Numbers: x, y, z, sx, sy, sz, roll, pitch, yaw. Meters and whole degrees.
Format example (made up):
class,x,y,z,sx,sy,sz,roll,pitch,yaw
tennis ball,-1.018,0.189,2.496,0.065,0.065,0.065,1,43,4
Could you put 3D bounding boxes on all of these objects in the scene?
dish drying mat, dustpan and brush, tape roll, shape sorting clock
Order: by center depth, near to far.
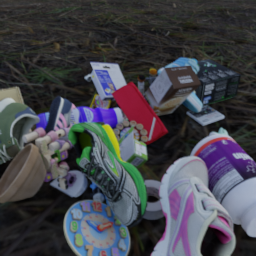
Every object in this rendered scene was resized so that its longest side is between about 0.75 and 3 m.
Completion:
class,x,y,z,sx,sy,sz,roll,pitch,yaw
shape sorting clock,-0.601,2.095,5.724,1.496,0.293,1.496,26,25,-13
tape roll,0.549,1.735,6.824,0.982,0.324,0.982,-1,34,0
dustpan and brush,-1.315,1.344,7.453,0.879,0.360,1.259,19,46,29
dish drying mat,0.347,-0.531,9.279,0.863,0.204,2.247,-32,68,-4

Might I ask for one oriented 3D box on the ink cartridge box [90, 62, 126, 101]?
class,x,y,z,sx,sy,sz,roll,pitch,yaw
ink cartridge box,-0.705,-1.776,10.791,1.497,0.356,1.515,-9,69,-47

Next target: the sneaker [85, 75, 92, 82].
class,x,y,z,sx,sy,sz,roll,pitch,yaw
sneaker,-1.657,-2.367,12.846,0.756,0.284,0.306,-28,35,-36

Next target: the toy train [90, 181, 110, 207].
class,x,y,z,sx,sy,sz,roll,pitch,yaw
toy train,-0.578,1.351,7.181,0.811,0.615,1.420,-11,38,0

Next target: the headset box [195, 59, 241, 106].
class,x,y,z,sx,sy,sz,roll,pitch,yaw
headset box,3.140,-1.975,11.614,1.852,0.987,2.127,-16,38,-21

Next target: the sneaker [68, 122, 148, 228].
class,x,y,z,sx,sy,sz,roll,pitch,yaw
sneaker,-0.557,0.984,6.101,1.120,1.025,2.628,2,47,-52

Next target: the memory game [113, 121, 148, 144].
class,x,y,z,sx,sy,sz,roll,pitch,yaw
memory game,0.062,0.233,8.696,1.130,0.072,1.130,3,57,-4

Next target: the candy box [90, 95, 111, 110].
class,x,y,z,sx,sy,sz,roll,pitch,yaw
candy box,-1.057,-0.828,10.571,0.659,0.170,1.289,13,37,-3

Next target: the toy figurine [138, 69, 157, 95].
class,x,y,z,sx,sy,sz,roll,pitch,yaw
toy figurine,1.094,-1.828,11.465,1.305,0.922,1.325,29,44,35

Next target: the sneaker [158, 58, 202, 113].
class,x,y,z,sx,sy,sz,roll,pitch,yaw
sneaker,2.289,-1.734,10.359,1.456,0.887,2.231,-38,71,-3

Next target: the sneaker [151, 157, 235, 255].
class,x,y,z,sx,sy,sz,roll,pitch,yaw
sneaker,1.367,1.746,5.282,1.314,1.211,2.978,-27,34,38

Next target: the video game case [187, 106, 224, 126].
class,x,y,z,sx,sy,sz,roll,pitch,yaw
video game case,2.809,-0.461,10.200,1.000,0.117,0.909,-18,39,-23

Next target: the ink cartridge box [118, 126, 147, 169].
class,x,y,z,sx,sy,sz,roll,pitch,yaw
ink cartridge box,0.095,0.596,7.610,0.414,0.809,1.094,24,39,-24

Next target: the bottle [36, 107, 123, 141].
class,x,y,z,sx,sy,sz,roll,pitch,yaw
bottle,-1.518,-0.102,8.917,2.674,0.873,1.117,-11,56,-15

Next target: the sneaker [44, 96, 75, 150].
class,x,y,z,sx,sy,sz,roll,pitch,yaw
sneaker,-1.941,0.029,7.943,0.608,1.733,0.711,9,-11,45

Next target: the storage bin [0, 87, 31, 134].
class,x,y,z,sx,sy,sz,roll,pitch,yaw
storage bin,-4.561,-0.467,9.485,2.038,0.955,2.023,-15,37,-20

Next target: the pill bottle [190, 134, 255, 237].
class,x,y,z,sx,sy,sz,roll,pitch,yaw
pill bottle,2.503,1.279,6.592,1.320,1.320,2.347,-9,36,-13

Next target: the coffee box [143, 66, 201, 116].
class,x,y,z,sx,sy,sz,roll,pitch,yaw
coffee box,1.347,-1.181,9.457,1.121,1.960,0.781,-13,70,-27

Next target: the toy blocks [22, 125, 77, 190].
class,x,y,z,sx,sy,sz,roll,pitch,yaw
toy blocks,-1.775,0.671,7.357,1.418,1.325,1.193,9,22,33

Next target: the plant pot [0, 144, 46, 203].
class,x,y,z,sx,sy,sz,roll,pitch,yaw
plant pot,-2.409,1.150,6.547,0.675,1.463,1.463,38,30,-26

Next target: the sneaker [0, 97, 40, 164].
class,x,y,z,sx,sy,sz,roll,pitch,yaw
sneaker,-3.449,0.490,7.476,1.252,0.935,2.789,21,66,12

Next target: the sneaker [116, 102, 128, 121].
class,x,y,z,sx,sy,sz,roll,pitch,yaw
sneaker,-0.099,-0.839,10.028,0.485,0.873,1.247,-1,32,19

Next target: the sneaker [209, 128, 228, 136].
class,x,y,z,sx,sy,sz,roll,pitch,yaw
sneaker,2.778,0.209,8.646,0.875,0.322,0.516,25,49,-32
